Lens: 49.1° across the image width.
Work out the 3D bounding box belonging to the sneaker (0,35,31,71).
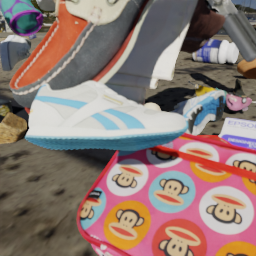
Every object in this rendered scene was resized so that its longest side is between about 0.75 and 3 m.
[{"bbox_3d":[-3.001,-2.093,7.583,0.658,0.678,1.857,-1,38,-11],"label":"sneaker"}]

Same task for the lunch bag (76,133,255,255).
[{"bbox_3d":[0.840,0.921,3.487,2.445,1.002,2.154,14,52,29],"label":"lunch bag"}]

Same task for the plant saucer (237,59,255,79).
[{"bbox_3d":[6.394,-2.818,13.148,2.378,0.445,2.378,2,-10,0],"label":"plant saucer"}]

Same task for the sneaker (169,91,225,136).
[{"bbox_3d":[1.988,-0.570,8.251,1.099,0.951,2.536,12,24,40],"label":"sneaker"}]

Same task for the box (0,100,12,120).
[{"bbox_3d":[-4.875,-0.397,8.287,1.726,0.500,2.172,10,24,22],"label":"box"}]

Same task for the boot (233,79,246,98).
[{"bbox_3d":[4.365,-1.540,10.980,0.336,0.601,0.868,-2,23,-6],"label":"boot"}]

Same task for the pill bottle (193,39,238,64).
[{"bbox_3d":[5.664,-4.940,18.158,2.593,1.501,1.501,16,27,32],"label":"pill bottle"}]

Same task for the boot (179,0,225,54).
[{"bbox_3d":[1.409,-2.557,6.015,2.232,0.971,2.684,-12,-20,-37],"label":"boot"}]

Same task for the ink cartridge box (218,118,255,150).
[{"bbox_3d":[2.590,0.897,4.363,2.666,0.584,2.691,11,38,26],"label":"ink cartridge box"}]

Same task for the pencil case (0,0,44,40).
[{"bbox_3d":[-2.476,-2.806,6.257,0.782,0.720,1.692,-18,62,-24],"label":"pencil case"}]

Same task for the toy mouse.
[{"bbox_3d":[3.337,-0.911,9.209,2.221,0.484,2.499,12,14,-12],"label":"toy mouse"}]

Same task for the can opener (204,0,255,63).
[{"bbox_3d":[3.071,-3.031,8.411,0.712,2.668,0.892,-21,-16,-17],"label":"can opener"}]

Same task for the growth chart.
[{"bbox_3d":[0.010,-1.519,3.177,2.128,2.940,0.261,27,8,34],"label":"growth chart"}]

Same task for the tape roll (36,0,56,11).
[{"bbox_3d":[-1.765,-3.988,7.771,1.830,0.640,1.830,-23,9,4],"label":"tape roll"}]

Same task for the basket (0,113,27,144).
[{"bbox_3d":[-3.077,0.109,7.360,0.626,0.653,0.877,28,14,-20],"label":"basket"}]

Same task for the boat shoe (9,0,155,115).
[{"bbox_3d":[-0.153,-0.904,1.798,0.670,0.589,1.883,33,82,42],"label":"boat shoe"}]

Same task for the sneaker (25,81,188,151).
[{"bbox_3d":[-0.100,-0.065,1.447,0.820,0.331,0.314,2,-18,-1],"label":"sneaker"}]
